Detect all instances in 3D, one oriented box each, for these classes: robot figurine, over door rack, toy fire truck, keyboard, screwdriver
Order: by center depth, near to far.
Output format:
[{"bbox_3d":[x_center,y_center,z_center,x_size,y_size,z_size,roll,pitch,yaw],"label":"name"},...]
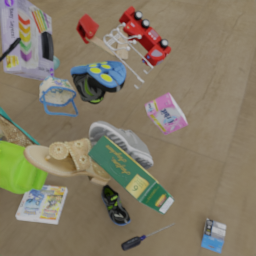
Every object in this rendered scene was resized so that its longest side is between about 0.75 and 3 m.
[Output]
[{"bbox_3d":[0.497,2.512,6.607,1.529,0.213,0.222,-14,12,-34],"label":"screwdriver"},{"bbox_3d":[-2.871,0.948,6.880,1.852,1.625,1.071,14,83,26],"label":"robot figurine"},{"bbox_3d":[-3.235,-2.186,7.734,1.099,0.113,0.699,-18,46,41],"label":"keyboard"},{"bbox_3d":[0.137,-2.189,8.237,0.579,1.738,1.284,-27,20,33],"label":"over door rack"},{"bbox_3d":[-0.104,-2.998,9.580,2.871,0.700,2.025,45,72,-9],"label":"toy fire truck"}]

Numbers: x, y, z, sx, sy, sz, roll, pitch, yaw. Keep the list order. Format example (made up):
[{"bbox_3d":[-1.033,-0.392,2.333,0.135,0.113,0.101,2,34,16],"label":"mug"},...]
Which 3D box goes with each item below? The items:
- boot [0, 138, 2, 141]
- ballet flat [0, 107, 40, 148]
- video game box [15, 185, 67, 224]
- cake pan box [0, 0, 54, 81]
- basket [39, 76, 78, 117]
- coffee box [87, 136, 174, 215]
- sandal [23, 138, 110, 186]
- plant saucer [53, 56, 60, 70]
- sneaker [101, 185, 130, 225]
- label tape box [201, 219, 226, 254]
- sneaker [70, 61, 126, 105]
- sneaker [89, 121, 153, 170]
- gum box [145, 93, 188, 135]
[{"bbox_3d":[-5.402,0.088,11.102,0.873,0.672,1.826,-7,54,-16],"label":"boot"},{"bbox_3d":[-4.061,0.016,9.018,2.870,1.012,0.937,39,77,23],"label":"ballet flat"},{"bbox_3d":[-2.750,2.414,8.990,1.310,0.307,1.193,4,48,4],"label":"video game box"},{"bbox_3d":[-3.695,-3.230,10.594,0.746,2.628,2.853,0,3,9],"label":"cake pan box"},{"bbox_3d":[-2.460,-1.047,9.798,1.274,1.005,1.445,4,60,-49],"label":"basket"},{"bbox_3d":[0.200,1.162,6.307,1.521,2.473,0.544,39,84,28],"label":"coffee box"},{"bbox_3d":[-1.080,0.600,6.236,0.830,2.524,0.925,-49,52,6],"label":"sandal"},{"bbox_3d":[-4.519,-3.447,14.692,1.799,0.323,1.799,0,46,0],"label":"plant saucer"},{"bbox_3d":[-0.447,2.402,8.772,0.529,0.619,1.493,-23,50,-19],"label":"sneaker"},{"bbox_3d":[2.533,3.179,8.271,0.582,0.255,0.807,15,47,14],"label":"label tape box"},{"bbox_3d":[-0.865,-1.304,8.319,1.052,1.230,2.968,-19,17,-25],"label":"sneaker"},{"bbox_3d":[-0.229,0.410,7.752,0.860,2.302,0.944,-30,45,23],"label":"sneaker"},{"bbox_3d":[1.065,-0.330,7.596,0.715,1.260,0.417,-26,53,17],"label":"gum box"}]
